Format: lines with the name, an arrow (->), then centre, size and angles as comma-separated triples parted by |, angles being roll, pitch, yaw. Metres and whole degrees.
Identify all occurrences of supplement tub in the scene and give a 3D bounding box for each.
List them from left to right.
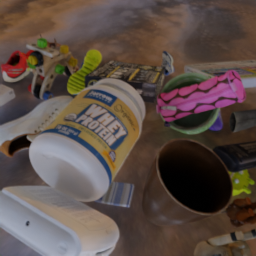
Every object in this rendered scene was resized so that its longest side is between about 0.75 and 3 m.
supplement tub -> -0.833, 0.185, 6.795 | 1.934, 1.934, 2.674 | 17, 47, 18

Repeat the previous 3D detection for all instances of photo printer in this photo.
photo printer -> -1.244, 1.819, 5.318 | 2.086, 1.736, 0.725 | 21, 87, 22

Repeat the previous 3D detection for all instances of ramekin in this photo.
ramekin -> 1.772, -0.626, 7.973 | 1.691, 0.826, 1.691 | -5, 75, 20

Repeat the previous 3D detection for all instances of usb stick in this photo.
usb stick -> 2.968, 0.626, 6.693 | 2.682, 0.437, 0.744 | -2, 35, -41

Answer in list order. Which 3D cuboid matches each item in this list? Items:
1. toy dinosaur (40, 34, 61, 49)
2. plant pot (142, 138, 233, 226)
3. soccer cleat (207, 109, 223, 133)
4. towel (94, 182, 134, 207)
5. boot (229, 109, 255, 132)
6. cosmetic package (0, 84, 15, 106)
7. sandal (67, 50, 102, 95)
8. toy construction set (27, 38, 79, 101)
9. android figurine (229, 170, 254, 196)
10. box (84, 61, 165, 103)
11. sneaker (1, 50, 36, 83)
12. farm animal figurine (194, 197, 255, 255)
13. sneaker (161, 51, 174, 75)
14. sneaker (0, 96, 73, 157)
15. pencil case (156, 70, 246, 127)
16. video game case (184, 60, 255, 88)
toy dinosaur -> -3.373, -3.345, 11.590 | 0.888, 0.563, 1.311 | 16, 51, 7
plant pot -> 0.957, 1.320, 5.696 | 1.558, 1.667, 1.558 | 13, 49, -15
soccer cleat -> 2.523, -0.634, 8.589 | 0.622, 0.667, 1.823 | 1, 44, 4
towel -> -0.317, 1.565, 6.695 | 0.853, 0.102, 0.626 | 6, 46, 9
boot -> 3.629, -0.483, 8.173 | 1.290, 1.173, 0.468 | -3, 14, -4
cosmetic package -> -4.452, -0.844, 9.034 | 0.606, 0.372, 1.468 | 25, 49, 24
sandal -> -1.429, -1.792, 9.295 | 0.647, 0.709, 1.628 | 37, 87, -9
toy construction set -> -2.643, -2.357, 9.500 | 2.104, 1.938, 2.522 | -25, 48, -24
android figurine -> 2.363, 1.069, 6.899 | 1.473, 0.303, 1.341 | 34, 47, 18
box -> 0.018, -1.590, 9.069 | 2.111, 0.643, 2.619 | 7, 24, 10
sneaker -> -3.895, -2.516, 10.427 | 0.802, 0.885, 2.083 | 13, 45, 14
farm animal figurine -> 2.150, 2.535, 4.848 | 2.288, 1.151, 1.848 | 53, 39, 1
sneaker -> 1.394, -2.317, 10.181 | 0.431, 1.013, 0.390 | -39, 46, -11
sneaker -> -2.414, 0.021, 7.851 | 2.452, 0.893, 1.038 | -33, 57, -17
pencil case -> 1.788, -0.753, 7.110 | 2.129, 0.966, 0.997 | -18, -10, 32
video game case -> 3.781, -1.834, 9.372 | 2.927, 0.323, 2.665 | -7, 23, -13
